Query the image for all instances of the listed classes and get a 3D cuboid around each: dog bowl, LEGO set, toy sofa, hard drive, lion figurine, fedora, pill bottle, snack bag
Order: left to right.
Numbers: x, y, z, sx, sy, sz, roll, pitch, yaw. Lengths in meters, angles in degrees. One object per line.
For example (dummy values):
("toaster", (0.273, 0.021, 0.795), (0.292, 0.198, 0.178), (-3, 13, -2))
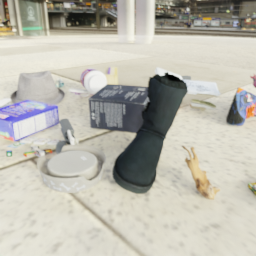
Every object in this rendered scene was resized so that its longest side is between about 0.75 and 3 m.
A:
("LEGO set", (-2.857, 0.654, 8.427), (1.282, 0.421, 1.717), (4, 12, 10))
("fedora", (-4.327, -2.007, 13.289), (2.526, 1.290, 2.857), (-6, 23, -13))
("dog bowl", (-1.408, 1.021, 7.157), (1.716, 0.503, 1.716), (1, 24, 0))
("pill bottle", (-1.605, -2.184, 13.121), (1.059, 1.059, 1.900), (-7, 18, -17))
("toy sofa", (-1.126, -2.665, 15.271), (1.130, 0.959, 2.315), (0, 23, -2))
("hard drive", (1.857, -2.069, 12.361), (1.297, 0.262, 1.966), (19, 28, -8))
("snack bag", (3.622, -2.168, 15.006), (2.402, 0.257, 2.265), (7, 24, 9))
("lion figurine", (1.595, 1.029, 6.447), (0.458, 1.265, 0.775), (-34, 10, 16))

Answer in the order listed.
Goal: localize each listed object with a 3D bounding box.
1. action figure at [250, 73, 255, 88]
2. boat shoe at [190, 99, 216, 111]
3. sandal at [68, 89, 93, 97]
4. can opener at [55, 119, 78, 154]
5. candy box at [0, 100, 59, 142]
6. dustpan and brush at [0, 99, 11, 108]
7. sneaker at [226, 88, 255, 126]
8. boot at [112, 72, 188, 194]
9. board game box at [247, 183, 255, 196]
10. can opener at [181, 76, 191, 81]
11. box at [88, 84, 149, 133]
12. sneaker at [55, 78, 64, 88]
("action figure", (5.830, -1.633, 12.025), (1.699, 1.265, 1.138), (46, 2, 17))
("boat shoe", (3.170, -0.924, 11.897), (1.081, 0.370, 0.404), (16, 29, 12))
("sandal", (-2.184, -1.669, 13.679), (1.554, 0.382, 0.632), (-2, 15, -44))
("can opener", (-1.987, 0.254, 8.887), (0.705, 0.559, 2.122), (-9, 24, -13))
("candy box", (-3.770, -0.315, 9.910), (1.712, 0.780, 2.024), (12, 24, 31))
("dustpan and brush", (-5.180, -0.687, 10.702), (2.047, 0.839, 2.933), (6, 23, 12))
("sneaker", (4.617, -0.835, 10.899), (1.153, 1.108, 2.940), (19, 32, 20))
("boot", (0.602, -0.065, 7.079), (1.108, 2.438, 2.902), (21, 26, 7))
("board game box", (3.277, 1.581, 6.294), (0.602, 0.135, 1.149), (-4, 24, -10))
("can opener", (2.840, -2.983, 16.547), (1.856, 0.617, 0.489), (-2, 19, -17))
("box", (-0.166, -0.776, 10.458), (2.036, 1.195, 2.002), (6, 25, 14))
("sneaker", (-3.795, -2.467, 15.664), (0.444, 0.400, 1.030), (9, 28, -10))
